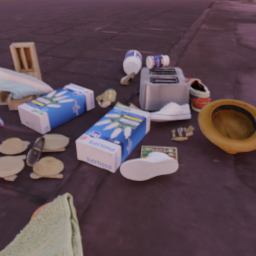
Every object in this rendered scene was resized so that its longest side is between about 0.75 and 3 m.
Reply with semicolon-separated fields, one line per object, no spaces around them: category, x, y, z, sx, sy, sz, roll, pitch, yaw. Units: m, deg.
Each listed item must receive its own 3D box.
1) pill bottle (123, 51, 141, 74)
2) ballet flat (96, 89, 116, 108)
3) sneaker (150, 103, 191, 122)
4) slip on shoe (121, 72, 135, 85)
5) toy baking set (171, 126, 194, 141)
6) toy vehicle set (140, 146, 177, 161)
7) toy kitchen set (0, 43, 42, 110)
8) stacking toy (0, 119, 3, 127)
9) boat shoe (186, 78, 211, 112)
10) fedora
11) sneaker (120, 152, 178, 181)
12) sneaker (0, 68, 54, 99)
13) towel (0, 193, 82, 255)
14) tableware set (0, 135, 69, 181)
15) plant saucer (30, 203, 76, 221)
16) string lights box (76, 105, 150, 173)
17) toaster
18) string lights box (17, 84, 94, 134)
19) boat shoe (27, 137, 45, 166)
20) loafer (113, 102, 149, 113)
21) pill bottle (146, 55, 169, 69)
pill bottle;0.246;-3.744;16.191;1.022;1.022;1.766;3;32;4
ballet flat;-0.942;-1.127;11.499;0.594;0.594;1.679;-16;-1;-24
sneaker;1.625;-0.641;11.198;1.984;0.702;0.724;-5;-2;-31
slip on shoe;0.089;-2.629;14.934;0.369;0.463;1.219;22;40;25
toy baking set;1.999;0.225;10.445;1.072;0.125;0.823;-9;27;42
toy vehicle set;1.045;0.928;9.518;1.215;0.161;0.755;3;32;4
toy kitchen set;-5.332;-2.325;12.713;2.082;2.303;2.552;-4;33;-4
stacking toy;-5.406;-0.098;10.975;0.478;0.505;0.870;25;51;35
boat shoe;3.181;-1.792;13.161;1.050;0.923;2.951;-3;31;1
fedora;3.614;0.064;9.888;2.521;1.028;2.521;-2;46;2
sneaker;0.564;1.159;8.678;1.723;0.635;0.996;-3;7;-8
sneaker;-4.561;-1.718;12.174;2.612;1.070;0.966;16;19;-42
towel;-1.818;2.669;4.904;2.823;0.515;2.094;-46;34;9
tableware set;-3.231;0.905;9.319;2.370;0.329;2.838;1;27;-9
plant saucer;-1.892;2.317;7.142;1.130;0.212;1.130;-5;25;2
string lights box;-0.428;0.266;9.926;1.442;0.827;2.806;17;36;21
toaster;1.495;-1.696;12.533;2.394;1.420;2.165;1;31;2
string lights box;-2.923;-0.872;11.735;1.448;0.831;2.819;21;38;33
boat shoe;-3.034;0.752;9.264;0.378;0.340;1.051;27;60;-12
loafer;0.162;-0.719;11.542;1.573;0.537;0.595;8;14;-9
pill bottle;1.355;-3.036;12.844;0.949;0.549;0.549;-12;34;-18
